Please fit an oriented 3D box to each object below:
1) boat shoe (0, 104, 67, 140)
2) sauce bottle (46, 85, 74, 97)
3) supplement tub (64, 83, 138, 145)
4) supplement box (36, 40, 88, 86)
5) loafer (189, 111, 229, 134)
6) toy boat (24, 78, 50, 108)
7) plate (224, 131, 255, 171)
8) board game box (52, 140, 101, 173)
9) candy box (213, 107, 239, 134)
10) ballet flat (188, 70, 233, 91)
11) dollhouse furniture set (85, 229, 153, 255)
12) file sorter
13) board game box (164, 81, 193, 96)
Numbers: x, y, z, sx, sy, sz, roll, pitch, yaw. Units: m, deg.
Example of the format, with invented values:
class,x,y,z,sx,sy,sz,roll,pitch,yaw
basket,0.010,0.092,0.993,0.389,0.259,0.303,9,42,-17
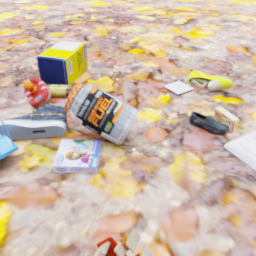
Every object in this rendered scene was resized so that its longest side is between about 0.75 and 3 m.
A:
class,x,y,z,sx,sy,sz,roll,pitch,yaw
boat shoe,-3.076,-0.220,9.109,2.208,0.781,1.002,0,49,-6
sauce bottle,-2.552,-1.490,11.361,1.487,0.481,0.481,1,35,-1
supplement tub,-0.837,-0.462,8.626,2.053,1.258,1.258,28,38,-1
supplement box,-2.901,-2.958,12.743,1.287,1.294,2.364,10,37,13
loafer,2.713,-0.183,9.456,1.379,0.484,0.468,23,42,30
toy boat,-3.605,-1.446,10.653,0.876,0.877,1.342,-40,52,2
plate,4.228,0.671,8.390,1.897,0.307,1.901,-19,39,-24
board game box,-1.462,0.812,8.226,1.227,0.253,1.230,1,35,1
candy box,3.317,-0.269,9.540,0.253,0.528,0.914,-17,38,-19
ballet flat,3.428,-1.908,11.928,1.986,0.664,0.666,27,63,36
dollhouse furniture set,-0.063,2.484,4.984,1.245,1.258,0.648,53,25,-2
file sorter,-4.218,0.422,7.593,1.809,1.110,1.255,-32,31,-29
board game box,2.149,-1.685,11.946,0.896,0.116,0.896,-21,40,-28
